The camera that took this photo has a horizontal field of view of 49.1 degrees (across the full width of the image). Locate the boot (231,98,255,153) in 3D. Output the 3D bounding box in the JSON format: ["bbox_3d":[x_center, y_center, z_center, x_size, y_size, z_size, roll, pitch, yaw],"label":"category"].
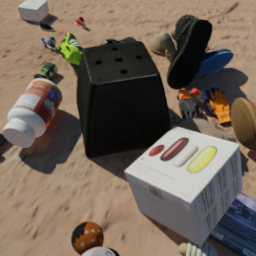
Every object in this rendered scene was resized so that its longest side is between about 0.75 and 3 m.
[{"bbox_3d":[4.822,0.140,8.912,2.279,1.126,2.936,-17,65,-19],"label":"boot"}]

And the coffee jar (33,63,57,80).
[{"bbox_3d":[-3.540,-2.307,11.995,0.582,0.476,1.115,15,48,12],"label":"coffee jar"}]

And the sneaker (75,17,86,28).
[{"bbox_3d":[-2.633,-5.894,15.355,0.369,0.544,0.942,-33,55,-27],"label":"sneaker"}]

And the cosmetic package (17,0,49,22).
[{"bbox_3d":[-5.382,-6.745,16.017,1.214,0.749,1.218,13,48,12],"label":"cosmetic package"}]

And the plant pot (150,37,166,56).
[{"bbox_3d":[1.649,-4.082,13.594,1.171,0.541,1.171,0,50,0],"label":"plant pot"}]

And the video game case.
[{"bbox_3d":[3.072,2.562,7.598,1.235,0.164,1.729,26,51,23],"label":"video game case"}]

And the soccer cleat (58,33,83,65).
[{"bbox_3d":[-2.519,-3.591,13.009,1.165,0.971,2.875,23,24,-29],"label":"soccer cleat"}]

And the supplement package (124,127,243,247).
[{"bbox_3d":[1.509,1.362,7.351,2.075,1.596,2.170,18,46,43],"label":"supplement package"}]

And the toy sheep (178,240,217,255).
[{"bbox_3d":[1.747,3.058,6.747,1.086,0.749,0.749,13,48,15],"label":"toy sheep"}]

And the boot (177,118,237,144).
[{"bbox_3d":[2.643,0.372,9.193,1.931,0.678,1.412,8,34,-6],"label":"boot"}]

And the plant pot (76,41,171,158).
[{"bbox_3d":[-0.293,-1.166,9.427,2.997,2.659,2.990,-10,47,-8],"label":"plant pot"}]

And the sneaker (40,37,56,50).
[{"bbox_3d":[-3.909,-4.314,13.761,1.059,0.574,0.371,37,39,23],"label":"sneaker"}]

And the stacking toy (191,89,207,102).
[{"bbox_3d":[2.716,-1.294,10.765,0.386,0.386,0.905,44,17,33],"label":"stacking toy"}]

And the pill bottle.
[{"bbox_3d":[-3.284,-0.512,9.700,1.304,1.304,2.325,10,51,9],"label":"pill bottle"}]

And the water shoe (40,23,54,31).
[{"bbox_3d":[-4.394,-5.434,15.067,0.831,0.328,0.297,13,48,12],"label":"water shoe"}]

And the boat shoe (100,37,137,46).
[{"bbox_3d":[-0.622,-3.668,12.999,1.100,0.918,2.948,34,54,30],"label":"boat shoe"}]

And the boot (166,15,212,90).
[{"bbox_3d":[2.272,-3.125,11.474,1.098,2.918,2.181,20,19,-17],"label":"boot"}]

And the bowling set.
[{"bbox_3d":[2.294,-3.877,13.158,2.716,1.890,1.458,-34,97,-24],"label":"bowling set"}]

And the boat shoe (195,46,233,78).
[{"bbox_3d":[3.174,-2.944,12.107,2.923,1.230,1.003,-18,51,-19],"label":"boat shoe"}]

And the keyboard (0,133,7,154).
[{"bbox_3d":[-4.729,0.821,9.222,1.050,0.224,1.748,21,50,27],"label":"keyboard"}]

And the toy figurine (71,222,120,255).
[{"bbox_3d":[-1.179,3.164,5.253,2.660,2.619,1.851,-22,44,-8],"label":"toy figurine"}]

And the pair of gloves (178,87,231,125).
[{"bbox_3d":[2.839,-0.820,10.510,1.898,0.235,1.691,-6,61,-3],"label":"pair of gloves"}]
